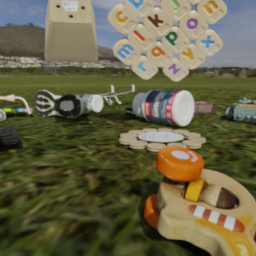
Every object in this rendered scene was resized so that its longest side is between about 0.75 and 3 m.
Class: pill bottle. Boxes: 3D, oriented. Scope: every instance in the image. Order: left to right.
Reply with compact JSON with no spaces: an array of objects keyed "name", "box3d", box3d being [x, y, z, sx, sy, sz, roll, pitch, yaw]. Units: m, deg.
[{"name":"pill bottle","box3d":[-1.979,-1.177,13.259,1.432,0.810,0.810,8,13,31]},{"name":"pill bottle","box3d":[1.185,-0.742,9.996,2.020,1.208,1.208,8,14,43]}]

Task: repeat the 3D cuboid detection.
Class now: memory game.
[{"name":"memory game","box3d":[0.879,0.294,7.443,2.300,0.147,2.300,0,12,0]}]

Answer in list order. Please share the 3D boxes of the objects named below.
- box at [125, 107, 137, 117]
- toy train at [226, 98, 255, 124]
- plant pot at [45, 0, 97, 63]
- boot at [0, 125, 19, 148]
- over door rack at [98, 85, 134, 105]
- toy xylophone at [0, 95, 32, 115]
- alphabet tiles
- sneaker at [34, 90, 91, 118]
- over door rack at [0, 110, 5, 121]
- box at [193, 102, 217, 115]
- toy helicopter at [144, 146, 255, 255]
[{"name":"box","box3d":[0.948,-0.707,11.984,1.592,0.378,1.537,-10,12,-40]},{"name":"toy train","box3d":[4.640,-0.557,10.191,2.051,0.874,1.169,11,25,44]},{"name":"plant pot","box3d":[-1.390,-2.474,6.796,1.309,1.310,1.160,-1,-23,-11]},{"name":"boot","box3d":[-2.981,0.323,6.039,1.220,0.614,1.632,-5,12,-26]},{"name":"over door rack","box3d":[-0.927,-1.720,15.712,1.669,0.752,2.259,-10,-6,-42]},{"name":"toy xylophone","box3d":[-5.338,-0.822,11.052,2.911,0.731,2.131,-4,2,-14]},{"name":"alphabet tiles","box3d":[0.996,-2.492,7.218,2.778,2.840,0.207,34,35,-29]},{"name":"sneaker","box3d":[-2.793,-0.907,11.908,2.930,1.127,1.298,13,3,31]},{"name":"over door rack","box3d":[-5.147,-0.377,9.960,1.142,0.515,1.545,-2,11,-7]},{"name":"box","box3d":[3.215,-0.894,12.628,1.390,0.521,0.696,-5,12,-18]},{"name":"toy helicopter","box3d":[1.017,1.033,2.582,1.468,0.875,2.219,8,21,-7]}]
